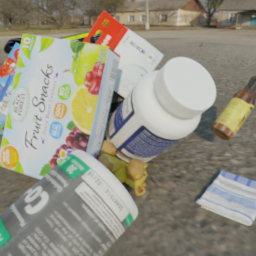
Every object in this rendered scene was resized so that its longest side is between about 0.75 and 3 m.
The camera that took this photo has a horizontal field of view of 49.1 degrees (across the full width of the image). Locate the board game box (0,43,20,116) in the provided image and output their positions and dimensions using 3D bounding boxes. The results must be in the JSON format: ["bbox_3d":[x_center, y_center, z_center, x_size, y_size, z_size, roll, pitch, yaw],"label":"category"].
[{"bbox_3d":[-2.459,-0.942,7.068,1.688,1.653,0.472,30,-2,-17],"label":"board game box"}]

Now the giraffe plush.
[{"bbox_3d":[-0.109,1.038,6.456,1.154,1.228,1.423,11,-12,0],"label":"giraffe plush"}]

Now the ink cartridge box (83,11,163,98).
[{"bbox_3d":[-0.248,-1.793,7.185,1.870,1.497,0.442,32,12,-24],"label":"ink cartridge box"}]

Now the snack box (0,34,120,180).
[{"bbox_3d":[-1.545,-0.367,6.181,2.128,2.993,0.793,13,3,19],"label":"snack box"}]

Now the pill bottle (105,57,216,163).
[{"bbox_3d":[0.640,-0.303,6.460,1.588,1.588,2.861,-14,-17,-29],"label":"pill bottle"}]

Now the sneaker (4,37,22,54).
[{"bbox_3d":[-3.984,-2.835,9.593,1.313,0.480,0.734,-12,17,28],"label":"sneaker"}]

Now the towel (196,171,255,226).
[{"bbox_3d":[2.361,1.483,6.248,1.159,0.188,1.578,17,28,33],"label":"towel"}]

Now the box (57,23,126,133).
[{"bbox_3d":[-1.201,-1.199,8.034,2.968,2.867,0.705,-15,10,-2],"label":"box"}]

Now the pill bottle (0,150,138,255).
[{"bbox_3d":[-0.991,1.366,3.303,2.117,1.198,1.198,-43,42,-21],"label":"pill bottle"}]

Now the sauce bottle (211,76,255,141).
[{"bbox_3d":[3.011,-0.562,7.550,1.946,0.642,0.642,-51,41,-9],"label":"sauce bottle"}]

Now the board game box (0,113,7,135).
[{"bbox_3d":[-5.361,-0.226,9.787,2.822,0.516,2.135,-8,25,-18],"label":"board game box"}]
